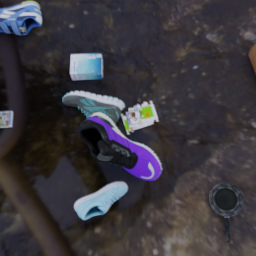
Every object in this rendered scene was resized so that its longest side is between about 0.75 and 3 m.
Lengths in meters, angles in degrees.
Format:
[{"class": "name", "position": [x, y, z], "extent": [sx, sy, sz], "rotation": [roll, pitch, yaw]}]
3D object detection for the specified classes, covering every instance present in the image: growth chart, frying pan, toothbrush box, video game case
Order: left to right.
[{"class": "video game case", "position": [-4.097, -0.253, 8.980], "extent": [0.755, 0.068, 0.541], "rotation": [-4, 70, -1]}, {"class": "toothbrush box", "position": [-1.394, -2.048, 9.417], "extent": [1.046, 0.446, 0.766], "rotation": [-3, 70, -1]}, {"class": "growth chart", "position": [0.360, -0.355, 9.000], "extent": [1.204, 0.107, 0.871], "rotation": [-22, 71, -8]}, {"class": "frying pan", "position": [2.902, 2.318, 7.915], "extent": [0.933, 0.251, 1.542], "rotation": [-22, 75, 5]}]

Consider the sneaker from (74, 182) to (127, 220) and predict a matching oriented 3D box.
[{"class": "sneaker", "position": [-0.642, 2.073, 7.706], "extent": [1.591, 0.588, 0.652], "rotation": [-25, 40, -17]}]

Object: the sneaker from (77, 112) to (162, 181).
[{"class": "sneaker", "position": [-0.349, 0.702, 7.776], "extent": [2.683, 1.334, 0.933], "rotation": [37, 115, 9]}]

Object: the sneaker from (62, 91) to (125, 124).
[{"class": "sneaker", "position": [-1.142, -0.577, 8.766], "extent": [1.976, 0.767, 0.901], "rotation": [10, 75, 6]}]

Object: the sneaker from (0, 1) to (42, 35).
[{"class": "sneaker", "position": [-4.027, -3.678, 9.806], "extent": [2.119, 0.784, 0.872], "rotation": [-22, 80, -3]}]

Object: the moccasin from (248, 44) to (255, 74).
[{"class": "moccasin", "position": [4.856, -1.582, 8.871], "extent": [1.094, 1.154, 2.990], "rotation": [-7, 70, -3]}]
